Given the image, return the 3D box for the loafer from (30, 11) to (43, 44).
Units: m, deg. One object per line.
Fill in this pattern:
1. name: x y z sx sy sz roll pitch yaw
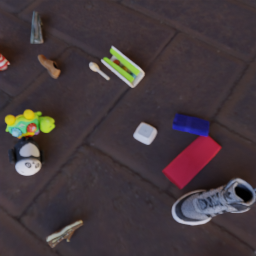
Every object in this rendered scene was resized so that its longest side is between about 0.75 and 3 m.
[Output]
1. loafer: -4.366 -4.788 13.502 0.565 0.645 1.796 5 67 -21

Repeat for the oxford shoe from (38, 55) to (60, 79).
1. oxford shoe: -3.453 -2.817 12.347 1.375 0.490 0.490 47 115 13

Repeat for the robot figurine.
1. robot figurine: -3.677 1.009 10.209 1.068 0.887 1.421 -15 63 -4

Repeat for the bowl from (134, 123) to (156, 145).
1. bowl: 0.683 0.179 10.996 0.770 0.288 0.771 28 64 13

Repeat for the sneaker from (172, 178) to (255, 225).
1. sneaker: 2.880 2.326 9.093 2.878 1.638 1.086 -11 63 -6

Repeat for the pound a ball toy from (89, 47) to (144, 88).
1. pound a ball toy: -0.494 -2.510 12.215 2.061 0.876 1.344 42 95 19

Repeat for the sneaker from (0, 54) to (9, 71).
1. sneaker: -6.179 -3.149 12.587 0.785 1.240 2.205 -47 42 -18

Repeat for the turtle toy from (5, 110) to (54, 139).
1. turtle toy: -3.741 -0.099 10.695 1.793 1.307 0.906 -17 83 -9

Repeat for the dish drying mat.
1. dish drying mat: 2.387 1.184 10.393 2.407 0.219 0.924 -39 73 -23

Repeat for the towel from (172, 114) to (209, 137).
1. towel: 2.440 -0.078 10.940 1.387 0.344 1.024 14 35 10

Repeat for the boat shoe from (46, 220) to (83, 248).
1. boat shoe: -2.025 3.497 9.206 1.255 0.463 0.464 -27 78 -6
